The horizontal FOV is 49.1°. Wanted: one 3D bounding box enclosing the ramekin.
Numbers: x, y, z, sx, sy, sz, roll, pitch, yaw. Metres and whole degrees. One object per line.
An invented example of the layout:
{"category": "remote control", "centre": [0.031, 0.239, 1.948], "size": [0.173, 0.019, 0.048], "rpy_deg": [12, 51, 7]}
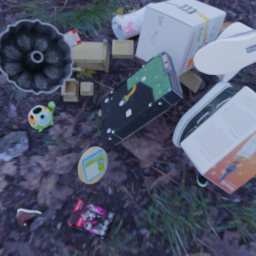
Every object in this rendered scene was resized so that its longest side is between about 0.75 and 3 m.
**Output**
{"category": "ramekin", "centre": [3.500, -2.567, 9.471], "size": [1.926, 1.926, 0.939], "rpy_deg": [-37, 70, -23]}

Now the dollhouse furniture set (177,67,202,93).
{"category": "dollhouse furniture set", "centre": [3.042, -2.826, 11.715], "size": [1.788, 1.700, 1.456], "rpy_deg": [-32, 65, -35]}

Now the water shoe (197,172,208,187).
{"category": "water shoe", "centre": [2.555, 1.473, 9.384], "size": [0.352, 0.388, 0.984], "rpy_deg": [16, 57, 11]}

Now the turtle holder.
{"category": "turtle holder", "centre": [-3.185, -0.453, 10.471], "size": [1.081, 0.768, 0.821], "rpy_deg": [-18, 57, -12]}

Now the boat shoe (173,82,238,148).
{"category": "boat shoe", "centre": [2.224, -0.233, 8.045], "size": [2.361, 0.851, 0.837], "rpy_deg": [-53, 47, 18]}

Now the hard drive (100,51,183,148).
{"category": "hard drive", "centre": [0.258, -0.831, 8.220], "size": [2.709, 0.513, 1.893], "rpy_deg": [-37, 39, 29]}

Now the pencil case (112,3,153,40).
{"category": "pencil case", "centre": [0.439, -5.089, 13.448], "size": [2.475, 1.029, 1.123], "rpy_deg": [-27, 94, -18]}

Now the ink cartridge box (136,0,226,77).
{"category": "ink cartridge box", "centre": [1.794, -3.203, 9.674], "size": [1.796, 1.804, 2.483], "rpy_deg": [35, 46, 24]}

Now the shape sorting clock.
{"category": "shape sorting clock", "centre": [-0.732, 0.781, 5.849], "size": [0.155, 0.789, 0.789], "rpy_deg": [18, 54, 39]}

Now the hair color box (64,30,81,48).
{"category": "hair color box", "centre": [-1.903, -2.640, 8.609], "size": [0.878, 0.446, 0.269], "rpy_deg": [-12, 21, 30]}

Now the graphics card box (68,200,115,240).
{"category": "graphics card box", "centre": [-1.105, 2.786, 8.533], "size": [1.251, 0.318, 0.785], "rpy_deg": [19, 57, 11]}

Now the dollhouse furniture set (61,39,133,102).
{"category": "dollhouse furniture set", "centre": [-1.183, -2.197, 11.625], "size": [2.734, 1.520, 2.418], "rpy_deg": [2, 80, 1]}

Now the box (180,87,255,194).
{"category": "box", "centre": [2.500, 0.346, 6.394], "size": [1.956, 1.489, 1.040], "rpy_deg": [-45, 41, 15]}

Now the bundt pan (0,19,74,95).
{"category": "bundt pan", "centre": [-2.456, -1.778, 7.351], "size": [1.927, 0.723, 1.927], "rpy_deg": [1, 88, -29]}

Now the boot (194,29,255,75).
{"category": "boot", "centre": [3.137, -2.183, 7.865], "size": [2.600, 0.946, 1.174], "rpy_deg": [-12, 17, 13]}

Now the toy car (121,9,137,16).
{"category": "toy car", "centre": [-0.047, -5.605, 14.123], "size": [0.847, 0.668, 0.696], "rpy_deg": [19, 49, 26]}

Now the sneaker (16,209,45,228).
{"category": "sneaker", "centre": [-3.007, 2.798, 8.554], "size": [0.906, 0.343, 0.524], "rpy_deg": [2, 60, 14]}
